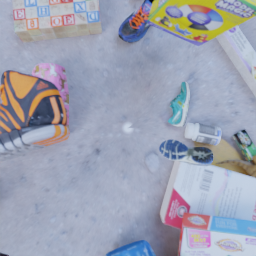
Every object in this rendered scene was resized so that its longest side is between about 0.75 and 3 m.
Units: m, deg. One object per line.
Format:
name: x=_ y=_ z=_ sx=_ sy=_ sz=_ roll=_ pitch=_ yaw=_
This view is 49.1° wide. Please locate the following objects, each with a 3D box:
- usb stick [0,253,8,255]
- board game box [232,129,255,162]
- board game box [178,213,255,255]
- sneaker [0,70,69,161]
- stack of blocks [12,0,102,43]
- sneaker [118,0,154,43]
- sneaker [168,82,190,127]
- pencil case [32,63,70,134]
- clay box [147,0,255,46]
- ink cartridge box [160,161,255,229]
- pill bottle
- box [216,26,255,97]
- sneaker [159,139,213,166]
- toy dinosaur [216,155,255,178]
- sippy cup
usb stick: x=-2.769 y=2.690 z=5.472 sx=0.726 sy=2.617 sz=0.427 roll=20 pitch=65 yaw=-5
board game box: x=3.689 y=0.547 z=8.750 sx=0.486 sy=0.109 sz=0.927 roll=-22 pitch=78 yaw=-21
board game box: x=2.296 y=3.463 z=7.432 sx=1.921 sy=0.506 sz=2.510 roll=5 pitch=117 yaw=8
sneaker: x=-2.568 y=-0.208 z=5.862 sx=2.822 sy=1.095 sz=1.581 roll=-15 pitch=77 yaw=11
stack of blocks: x=-2.272 y=-3.799 z=9.087 sx=2.662 sy=0.780 sz=1.533 roll=-7 pitch=82 yaw=-1
sneaker: x=0.538 y=-3.674 z=9.027 sx=2.233 sy=0.876 sz=0.841 roll=-44 pitch=83 yaw=-6
sneaker: x=1.619 y=-0.780 z=8.814 sx=0.582 sy=0.566 sz=1.462 roll=11 pitch=82 yaw=10
pencil case: x=-2.367 y=-0.773 z=8.596 sx=1.000 sy=0.957 sz=2.310 roll=-13 pitch=80 yaw=41
clay box: x=1.705 y=-2.772 z=6.178 sx=1.646 sy=2.864 sz=0.682 roll=18 pitch=86 yaw=-15
ink cartridge box: x=2.446 y=2.101 z=8.084 sx=2.637 sy=1.129 sz=1.946 roll=18 pitch=84 yaw=0
pill bottle: x=2.301 y=0.167 z=8.650 sx=1.003 sy=0.570 sz=0.570 roll=12 pitch=82 yaw=1
box: x=3.862 y=-2.006 z=8.946 sx=0.552 sy=0.591 sz=2.852 roll=-30 pitch=82 yaw=-5
sneaker: x=1.043 y=0.512 z=5.089 sx=0.994 sy=0.423 sz=0.383 roll=15 pitch=71 yaw=26
toy dinosaur: x=3.759 y=1.209 z=8.529 sx=1.798 sy=0.543 sz=0.955 roll=35 pitch=85 yaw=5
sippy cup: x=0.200 y=4.108 z=7.566 sx=2.420 sy=1.900 sz=1.774 roll=-17 pitch=72 yaw=-11
